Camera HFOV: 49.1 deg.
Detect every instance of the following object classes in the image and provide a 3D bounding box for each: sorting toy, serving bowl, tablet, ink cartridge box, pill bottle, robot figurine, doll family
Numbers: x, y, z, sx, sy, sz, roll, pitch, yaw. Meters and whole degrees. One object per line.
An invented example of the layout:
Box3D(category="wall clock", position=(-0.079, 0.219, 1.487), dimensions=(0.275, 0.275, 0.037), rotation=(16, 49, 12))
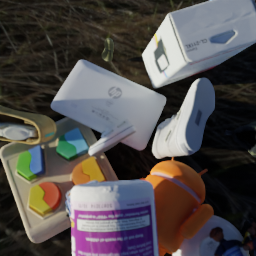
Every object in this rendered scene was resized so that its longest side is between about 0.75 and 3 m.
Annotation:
Box3D(category="sorting toy", position=(-1.678, 1.063, 6.813), dimensions=(2.350, 0.463, 2.539), rotation=(-26, 69, -11))
Box3D(category="serving bowl", position=(1.811, 2.701, 6.022), dimensions=(1.685, 0.554, 1.685), rotation=(0, 65, 0))
Box3D(category="tablet", position=(-0.478, -0.686, 7.533), dimensions=(2.701, 0.184, 1.758), rotation=(25, 68, 3))
Box3D(category="ink cartridge box", position=(1.646, -2.009, 6.898), dimensions=(1.944, 2.667, 1.104), rotation=(-20, 90, -9))
Box3D(category="pill bottle", position=(-0.200, 2.218, 4.646), dimensions=(1.449, 1.449, 2.581), rotation=(-3, 82, -2))
Box3D(category="robot figurine", position=(0.809, 1.699, 6.024), dimensions=(1.352, 1.668, 2.319), rotation=(36, 69, -3))
Box3D(category="doll family", position=(2.608, 2.395, 5.704), dimensions=(2.175, 0.854, 1.257), rotation=(4, 44, -39))

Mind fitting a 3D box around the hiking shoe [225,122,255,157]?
Box3D(category="hiking shoe", position=(3.269, 0.516, 6.054), dimensions=(1.169, 0.879, 2.321), rotation=(-6, 19, -32))

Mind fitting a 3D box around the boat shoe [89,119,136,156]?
Box3D(category="boat shoe", position=(-0.446, 0.224, 6.955), dimensions=(1.308, 0.481, 0.437), rotation=(-29, 77, -16))

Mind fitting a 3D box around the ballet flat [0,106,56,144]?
Box3D(category="ballet flat", position=(-3.095, -0.092, 6.736), dimensions=(2.636, 0.831, 0.905), rotation=(5, 108, 6))

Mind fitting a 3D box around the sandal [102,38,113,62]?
Box3D(category="sandal", position=(-0.534, -2.232, 8.046), dimensions=(0.325, 0.819, 0.234), rotation=(31, 53, 6))

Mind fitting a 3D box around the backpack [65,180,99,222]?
Box3D(category="backpack", position=(-0.789, 1.657, 5.863), dimensions=(1.084, 0.835, 1.033), rotation=(-26, 27, -15))

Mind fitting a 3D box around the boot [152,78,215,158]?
Box3D(category="boot", position=(1.357, -0.283, 7.085), dimensions=(0.901, 1.171, 2.450), rotation=(49, 49, -22))
